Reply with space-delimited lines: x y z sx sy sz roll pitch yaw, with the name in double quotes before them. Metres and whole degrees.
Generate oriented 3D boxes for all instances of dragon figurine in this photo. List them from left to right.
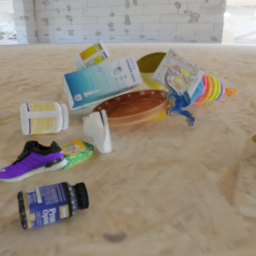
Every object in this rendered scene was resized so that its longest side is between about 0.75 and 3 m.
"dragon figurine" 1.782 -0.978 9.801 0.997 2.004 0.590 -13 7 -12

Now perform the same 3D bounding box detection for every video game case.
"video game case" 1.983 -2.068 10.945 1.703 1.550 0.195 34 -20 -8

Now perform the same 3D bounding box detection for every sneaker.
"sneaker" -2.381 0.715 6.733 1.657 0.824 0.576 -15 15 -3
"sneaker" -0.960 0.162 8.521 0.788 0.748 1.957 -9 30 -5

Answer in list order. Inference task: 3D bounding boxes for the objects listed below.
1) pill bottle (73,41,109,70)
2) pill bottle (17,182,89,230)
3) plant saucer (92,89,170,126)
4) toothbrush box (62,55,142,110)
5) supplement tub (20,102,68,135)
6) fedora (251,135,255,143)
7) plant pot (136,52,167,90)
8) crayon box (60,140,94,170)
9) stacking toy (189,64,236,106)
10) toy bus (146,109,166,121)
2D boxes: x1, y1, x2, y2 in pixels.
"pill bottle" -1.436 -2.717 10.815 1.319 0.720 0.720 -30 22 5
"pill bottle" -1.426 1.432 5.372 1.256 0.703 0.703 -9 23 -22
"plant saucer" 0.126 -0.754 10.572 2.990 0.483 2.990 -13 22 5
"toothbrush box" -1.093 -1.747 11.150 2.764 1.179 2.023 -19 1 -14
"supplement tub" -2.783 -0.327 9.298 1.412 1.026 1.026 -4 21 -25
"fedora" 4.146 0.607 7.539 1.613 0.658 1.613 -1 20 0
"plant pot" 1.421 -2.819 14.535 1.954 1.387 1.954 -11 43 10
"crayon box" -1.561 0.709 7.728 0.661 0.324 1.113 16 27 36
"stacking toy" 3.725 -1.720 12.494 2.632 1.445 1.528 4 61 -21
"toy bus" 1.062 -0.528 10.841 1.024 0.333 0.401 -9 21 -19
